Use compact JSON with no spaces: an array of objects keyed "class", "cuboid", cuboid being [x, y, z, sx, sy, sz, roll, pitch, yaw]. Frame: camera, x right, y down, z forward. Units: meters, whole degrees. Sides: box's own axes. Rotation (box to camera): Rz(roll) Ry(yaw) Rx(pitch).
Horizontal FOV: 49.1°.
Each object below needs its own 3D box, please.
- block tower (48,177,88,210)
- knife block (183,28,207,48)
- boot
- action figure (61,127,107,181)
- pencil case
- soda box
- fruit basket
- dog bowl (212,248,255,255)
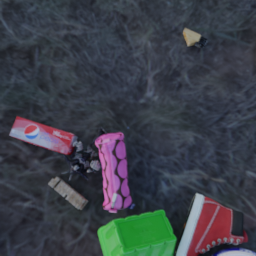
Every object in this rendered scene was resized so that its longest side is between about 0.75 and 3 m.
[{"class":"block tower","cuboid":[-1.778,1.928,8.309,1.224,0.354,0.330,37,82,6]},{"class":"knife block","cuboid":[2.254,-3.005,9.302,0.667,0.243,0.759,-19,83,-4]},{"class":"boot","cuboid":[2.283,3.238,7.702,1.709,0.858,2.368,22,76,12]},{"class":"action figure","cuboid":[-1.199,0.803,8.221,1.070,0.919,1.800,44,77,1]},{"class":"pencil case","cuboid":[-0.410,1.229,7.828,0.962,0.993,2.119,-6,96,21]},{"class":"soda box","cuboid":[-2.538,0.266,8.496,1.857,0.589,0.650,17,80,4]},{"class":"fruit basket","cuboid":[0.211,3.280,7.608,2.052,2.052,1.480,-21,52,-4]},{"class":"dog bowl","cuboid":[2.954,4.374,7.285,2.262,0.891,2.262,-3,77,15]}]
